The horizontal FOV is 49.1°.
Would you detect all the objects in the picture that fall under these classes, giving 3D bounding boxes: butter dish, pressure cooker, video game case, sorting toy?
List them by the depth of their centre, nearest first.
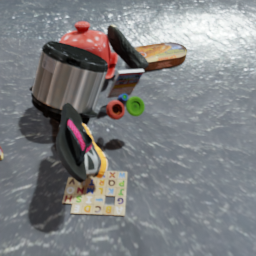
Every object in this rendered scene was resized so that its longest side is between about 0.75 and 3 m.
[{"bbox_3d":[-0.156,-0.691,9.213,1.313,0.789,0.539,-10,0,-23],"label":"sorting toy"},{"bbox_3d":[-2.228,-1.474,10.188,2.471,2.766,2.433,13,22,-22],"label":"pressure cooker"},{"bbox_3d":[-0.138,-1.692,10.839,1.086,1.519,0.133,-10,65,-29],"label":"video game case"},{"bbox_3d":[-1.988,-3.623,12.565,2.925,2.168,2.933,4,36,2],"label":"butter dish"}]

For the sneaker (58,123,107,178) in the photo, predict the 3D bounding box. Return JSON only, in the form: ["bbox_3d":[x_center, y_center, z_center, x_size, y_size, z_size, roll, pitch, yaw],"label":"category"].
[{"bbox_3d":[-1.629,0.570,8.656,0.990,1.003,2.563,1,30,-41],"label":"sneaker"}]

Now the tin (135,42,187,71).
[{"bbox_3d":[1.491,-3.547,13.844,2.922,0.612,1.636,-11,41,-12],"label":"tin"}]

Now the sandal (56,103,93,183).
[{"bbox_3d":[-1.377,0.191,7.555,0.629,1.048,2.790,-26,42,12],"label":"sandal"}]

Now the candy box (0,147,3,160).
[{"bbox_3d":[-5.059,0.748,9.039,1.664,0.971,0.470,-12,45,-13],"label":"candy box"}]

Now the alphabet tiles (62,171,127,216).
[{"bbox_3d":[-0.984,1.919,8.472,1.845,0.070,1.542,2,44,2],"label":"alphabet tiles"}]

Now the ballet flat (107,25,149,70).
[{"bbox_3d":[-0.099,-3.521,12.448,0.738,0.863,2.596,-28,78,-39],"label":"ballet flat"}]
